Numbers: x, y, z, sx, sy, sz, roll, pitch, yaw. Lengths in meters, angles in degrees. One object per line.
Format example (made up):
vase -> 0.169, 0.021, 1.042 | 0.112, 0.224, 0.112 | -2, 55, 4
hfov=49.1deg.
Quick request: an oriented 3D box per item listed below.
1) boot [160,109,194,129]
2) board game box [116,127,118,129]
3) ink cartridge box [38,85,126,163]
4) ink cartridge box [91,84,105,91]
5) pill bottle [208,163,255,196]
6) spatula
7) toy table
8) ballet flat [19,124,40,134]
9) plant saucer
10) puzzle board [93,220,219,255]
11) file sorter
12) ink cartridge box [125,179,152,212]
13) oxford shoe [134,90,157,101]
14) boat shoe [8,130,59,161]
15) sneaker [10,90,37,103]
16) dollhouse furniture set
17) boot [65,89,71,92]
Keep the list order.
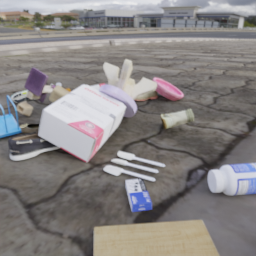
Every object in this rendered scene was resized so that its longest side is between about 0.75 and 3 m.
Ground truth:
boot -> 1.884, -0.368, 10.779 | 1.196, 0.558, 1.547 | -16, 5, 5
board game box -> -1.575, -0.108, 11.202 | 2.090, 0.245, 1.095 | 13, 24, 27
ink cartridge box -> -1.458, -0.278, 9.593 | 1.918, 1.084, 2.618 | 28, 32, 7
ink cartridge box -> -1.869, -1.463, 13.164 | 1.590, 0.663, 1.154 | -20, -4, -38
pill bottle -> 2.795, 1.323, 7.166 | 1.374, 0.770, 0.770 | -3, 23, -6
spatula -> 0.188, 1.158, 8.272 | 1.585, 0.127, 1.102 | 13, 28, 22
toy table -> -0.204, -1.571, 11.379 | 2.357, 1.502, 2.565 | 26, -12, -2
ballet flat -> -3.376, -0.052, 10.766 | 1.745, 0.405, 0.588 | -1, 30, 4
plant saucer -> 2.000, -1.952, 14.509 | 1.789, 0.454, 1.789 | 25, 23, -11
puzzle board -> 0.528, 2.477, 5.228 | 2.358, 0.205, 1.777 | -3, 24, -5
file sorter -> -5.001, -0.351, 10.084 | 1.777, 1.090, 1.233 | -18, 41, -31
ink cartridge box -> 0.243, 1.671, 7.044 | 0.485, 0.228, 1.032 | -4, 24, -7
oxford shoe -> 0.847, -1.750, 14.584 | 1.525, 0.563, 0.540 | -14, 27, -30
boat shoe -> -2.859, 0.365, 9.440 | 2.383, 0.719, 0.880 | -19, 26, -39
sneaker -> -5.270, -1.722, 14.529 | 1.626, 0.630, 0.647 | -18, 20, -35
dollhouse furniture set -> -3.029, -1.048, 12.341 | 2.674, 2.119, 1.898 | 32, 16, 13
boot -> -2.475, -1.178, 12.248 | 1.581, 1.132, 0.556 | -7, -5, 12
